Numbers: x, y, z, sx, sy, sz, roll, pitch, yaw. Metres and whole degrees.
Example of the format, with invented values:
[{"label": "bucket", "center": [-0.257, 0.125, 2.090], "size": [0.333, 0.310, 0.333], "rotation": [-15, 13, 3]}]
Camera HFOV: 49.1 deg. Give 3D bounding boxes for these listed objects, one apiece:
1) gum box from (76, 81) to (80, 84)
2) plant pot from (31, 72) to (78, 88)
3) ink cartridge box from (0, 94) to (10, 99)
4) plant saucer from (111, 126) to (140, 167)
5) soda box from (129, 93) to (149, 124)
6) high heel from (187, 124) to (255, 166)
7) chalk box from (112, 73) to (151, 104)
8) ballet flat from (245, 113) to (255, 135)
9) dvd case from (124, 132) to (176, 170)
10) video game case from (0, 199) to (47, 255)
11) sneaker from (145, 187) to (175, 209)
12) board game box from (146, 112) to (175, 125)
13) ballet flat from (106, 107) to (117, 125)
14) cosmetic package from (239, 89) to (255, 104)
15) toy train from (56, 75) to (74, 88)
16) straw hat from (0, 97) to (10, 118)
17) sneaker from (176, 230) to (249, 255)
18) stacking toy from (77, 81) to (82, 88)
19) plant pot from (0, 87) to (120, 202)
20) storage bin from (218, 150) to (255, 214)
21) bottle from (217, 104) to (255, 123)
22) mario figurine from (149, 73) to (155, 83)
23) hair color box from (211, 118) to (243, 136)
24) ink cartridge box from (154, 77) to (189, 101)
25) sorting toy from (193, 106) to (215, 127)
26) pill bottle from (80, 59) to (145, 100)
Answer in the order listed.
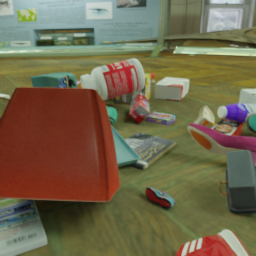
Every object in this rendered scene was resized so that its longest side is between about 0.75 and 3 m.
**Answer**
[{"label": "gum box", "center": [-2.174, -2.247, 16.578], "size": [2.475, 0.818, 1.404], "rotation": [-4, 23, -11]}, {"label": "plant pot", "center": [-3.647, -2.062, 14.436], "size": [1.577, 1.576, 2.232], "rotation": [-20, 15, -40]}, {"label": "ink cartridge box", "center": [-6.187, -0.973, 12.890], "size": [1.593, 1.169, 0.660], "rotation": [11, 23, 24]}, {"label": "plant saucer", "center": [-0.522, 0.555, 9.491], "size": [0.854, 0.232, 2.442], "rotation": [-10, 31, -24]}, {"label": "soda box", "center": [0.532, -0.958, 13.168], "size": [0.657, 0.726, 2.073], "rotation": [40, 18, -11]}, {"label": "high heel", "center": [3.163, 0.312, 8.775], "size": [2.524, 0.850, 1.211], "rotation": [31, 65, 25]}, {"label": "chalk box", "center": [-0.059, -2.262, 15.718], "size": [2.417, 1.504, 1.496], "rotation": [7, 22, 13]}, {"label": "ballet flat", "center": [5.646, 0.017, 10.830], "size": [2.979, 1.014, 1.002], "rotation": [3, -15, -12]}, {"label": "dvd case", "center": [0.433, 0.726, 9.925], "size": [1.681, 0.181, 2.261], "rotation": [14, 26, 32]}, {"label": "video game case", "center": [-2.966, 2.219, 6.077], "size": [2.011, 0.222, 1.830], "rotation": [-12, 24, -25]}, {"label": "sneaker", "center": [0.822, 1.782, 7.157], "size": [0.855, 0.339, 0.409], "rotation": [27, 19, 36]}, {"label": "board game box", "center": [1.494, -0.431, 12.784], "size": [1.100, 0.246, 0.740], "rotation": [12, 25, 29]}, {"label": "ballet flat", "center": [-1.649, -0.710, 12.555], "size": [2.476, 0.834, 0.872], "rotation": [9, 56, 12]}, {"label": "cosmetic package", "center": [5.988, -0.949, 12.611], "size": [1.319, 1.320, 1.600], "rotation": [-4, 22, -10]}, {"label": "toy train", "center": [-2.248, -0.607, 10.177], "size": [0.647, 2.825, 0.482], "rotation": [3, -17, -33]}, {"label": "straw hat", "center": [-3.838, 0.192, 9.721], "size": [2.762, 2.762, 1.169], "rotation": [10, 62, 24]}, {"label": "sneaker", "center": [1.531, 2.623, 4.472], "size": [1.341, 0.910, 2.322], "rotation": [-11, 10, -6]}, {"label": "stacking toy", "center": [-1.839, -1.432, 14.314], "size": [1.537, 1.537, 2.103], "rotation": [-7, 40, -16]}, {"label": "plant pot", "center": [-1.560, 0.352, 6.698], "size": [2.627, 2.317, 2.630], "rotation": [2, -6, 3]}, {"label": "storage bin", "center": [2.709, 1.246, 6.844], "size": [1.003, 0.925, 1.378], "rotation": [-8, 41, 23]}, {"label": "bottle", "center": [4.557, -0.597, 11.198], "size": [1.962, 0.640, 0.819], "rotation": [2, 38, -14]}, {"label": "mario figurine", "center": [1.361, -3.171, 18.748], "size": [1.149, 0.709, 0.609], "rotation": [-38, 6, 15]}, {"label": "hair color box", "center": [3.816, 0.150, 10.935], "size": [0.843, 0.509, 1.661], "rotation": [15, 26, 32]}, {"label": "ink cartridge box", "center": [2.641, -2.344, 16.749], "size": [1.563, 0.882, 2.129], "rotation": [9, 24, 23]}, {"label": "sorting toy", "center": [2.911, -0.184, 11.308], "size": [0.616, 1.038, 1.153], "rotation": [44, 32, -8]}, {"label": "pill bottle", "center": [-0.762, -2.255, 13.497], "size": [2.849, 1.599, 1.599], "rotation": [-18, 26, -15]}]
